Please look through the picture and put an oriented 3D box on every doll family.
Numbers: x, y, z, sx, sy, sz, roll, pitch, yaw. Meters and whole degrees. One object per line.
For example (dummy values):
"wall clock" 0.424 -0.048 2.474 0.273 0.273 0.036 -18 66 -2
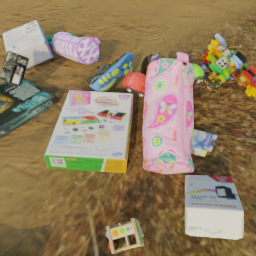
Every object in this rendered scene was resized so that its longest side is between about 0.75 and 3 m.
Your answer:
"doll family" 2.602 -1.695 8.917 0.977 0.565 0.384 41 42 -11

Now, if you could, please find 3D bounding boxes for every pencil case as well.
"pencil case" -1.895 -2.906 9.951 2.260 0.948 0.966 28 85 45
"pencil case" 0.989 -0.331 6.696 1.237 1.237 2.830 4 73 4

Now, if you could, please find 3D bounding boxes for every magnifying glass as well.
"magnifying glass" -3.300 -3.530 11.428 2.424 0.271 0.965 -3 50 1

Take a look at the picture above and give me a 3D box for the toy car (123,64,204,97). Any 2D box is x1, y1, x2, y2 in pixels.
"toy car" 1.123 -1.152 7.778 2.102 0.498 2.233 -33 69 4

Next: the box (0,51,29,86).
"box" -3.410 -1.774 8.361 0.726 0.887 0.382 25 7 40

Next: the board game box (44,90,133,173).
"board game box" -0.912 -0.016 7.620 1.986 0.523 2.595 4 44 4

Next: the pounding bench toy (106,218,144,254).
"pounding bench toy" -0.047 2.040 5.250 0.592 0.758 0.471 -18 65 5

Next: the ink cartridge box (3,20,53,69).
"ink cartridge box" -3.790 -3.180 10.492 1.424 0.797 2.088 -25 52 -6

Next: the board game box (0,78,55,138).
"board game box" -3.811 -0.522 8.260 1.852 0.386 2.738 31 52 28

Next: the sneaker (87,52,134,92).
"sneaker" -0.533 -1.896 9.023 0.819 0.700 1.976 27 56 32

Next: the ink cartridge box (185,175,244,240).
"ink cartridge box" 1.639 1.490 5.540 1.006 0.571 1.380 0 16 11

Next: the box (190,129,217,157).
"box" 1.690 0.340 7.379 1.131 0.270 0.690 14 45 23

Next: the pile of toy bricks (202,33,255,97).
"pile of toy bricks" 3.157 -1.871 9.258 1.271 1.429 2.575 -39 58 15

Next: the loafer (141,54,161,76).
"loafer" 1.162 -1.534 8.743 0.951 0.930 2.606 15 42 -32
